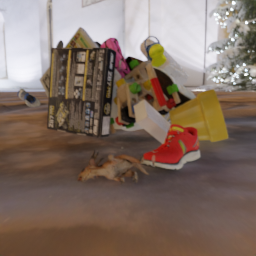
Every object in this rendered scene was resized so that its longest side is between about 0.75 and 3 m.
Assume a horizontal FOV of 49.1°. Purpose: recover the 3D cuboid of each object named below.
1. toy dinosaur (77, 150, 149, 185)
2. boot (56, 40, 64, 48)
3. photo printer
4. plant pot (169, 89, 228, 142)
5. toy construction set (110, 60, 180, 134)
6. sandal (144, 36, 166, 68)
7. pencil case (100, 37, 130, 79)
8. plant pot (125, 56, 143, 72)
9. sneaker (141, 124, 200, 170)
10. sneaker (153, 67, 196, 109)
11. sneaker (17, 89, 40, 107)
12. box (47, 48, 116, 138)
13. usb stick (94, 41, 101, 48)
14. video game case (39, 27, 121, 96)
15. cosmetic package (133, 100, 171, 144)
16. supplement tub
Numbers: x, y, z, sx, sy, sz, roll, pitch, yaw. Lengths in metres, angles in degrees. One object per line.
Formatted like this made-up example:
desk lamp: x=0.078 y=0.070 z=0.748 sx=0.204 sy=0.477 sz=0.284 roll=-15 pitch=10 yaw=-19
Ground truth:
toy dinosaur: x=-0.247 y=0.713 z=5.322 sx=1.311 sy=0.563 sz=0.888 roll=0 pitch=2 yaw=-34
boot: x=-2.473 y=-2.966 z=11.825 sx=1.290 sy=1.173 sz=0.468 roll=18 pitch=-4 yaw=-4
photo printer: x=1.443 y=-2.775 z=11.688 sx=1.736 sy=0.725 sz=2.086 roll=19 pitch=31 yaw=-48
plant pot: x=2.037 y=-0.225 z=8.318 sx=1.426 sy=1.515 sz=1.515 roll=-17 pitch=6 yaw=14
toy construction set: x=0.359 y=-1.232 z=8.195 sx=2.104 sy=1.938 sz=2.522 roll=-18 pitch=-7 yaw=-20
sandal: x=0.868 y=-2.507 z=9.337 sx=0.647 sy=0.709 sz=1.628 roll=-25 pitch=-15 yaw=-3
pencil case: x=-0.499 y=-2.710 z=11.233 sx=0.966 sy=2.129 sz=0.997 roll=-23 pitch=-32 yaw=2
plant pot: x=0.694 y=-2.248 z=12.300 sx=1.667 sy=1.558 sz=1.558 roll=3 pitch=8 yaw=-21
sneaker: x=0.949 y=0.367 z=6.173 sx=0.802 sy=0.885 sz=2.083 roll=7 pitch=12 yaw=34
sneaker: x=1.534 y=-1.167 z=9.611 sx=2.452 sy=0.893 sz=1.038 roll=42 pitch=20 yaw=5
sneaker: x=-3.234 y=-0.908 z=9.347 sx=0.431 sy=0.390 sz=1.013 roll=24 pitch=-8 yaw=25
box: x=-1.495 y=-1.113 z=8.647 sx=2.111 sy=2.619 sz=0.643 roll=7 pitch=7 yaw=25
usb stick: x=-0.734 y=-2.766 z=12.294 sx=0.437 sy=2.682 sz=0.744 roll=-42 pitch=-15 yaw=15
video game case: x=-1.833 y=-1.735 z=9.894 sx=0.323 sy=2.665 sz=2.927 roll=18 pitch=31 yaw=-53
cosmetic package: x=0.728 y=-0.065 z=7.266 sx=0.372 sy=0.606 sz=1.468 roll=-32 pitch=-46 yaw=22
supplement tub: x=0.446 y=-0.917 z=10.529 sx=1.934 sy=1.934 sz=2.674 roll=9 pitch=12 yaw=42
